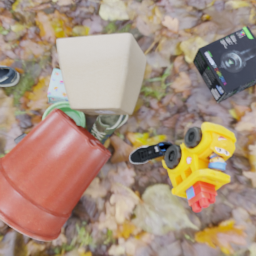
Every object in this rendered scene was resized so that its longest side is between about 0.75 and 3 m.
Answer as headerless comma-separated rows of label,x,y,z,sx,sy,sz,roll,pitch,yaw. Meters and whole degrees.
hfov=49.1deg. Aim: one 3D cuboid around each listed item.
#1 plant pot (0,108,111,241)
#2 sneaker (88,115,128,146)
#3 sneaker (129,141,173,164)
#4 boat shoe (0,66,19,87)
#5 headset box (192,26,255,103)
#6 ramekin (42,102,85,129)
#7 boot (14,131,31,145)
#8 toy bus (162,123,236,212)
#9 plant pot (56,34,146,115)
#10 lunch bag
plant pot,-2.055,1.079,7.669,2.727,2.727,2.653,41,88,9
sneaker,-0.919,0.072,8.967,0.779,1.043,2.323,41,79,13
sneaker,0.741,0.731,8.932,1.479,0.827,0.540,-16,76,-4
boat shoe,-5.009,-1.720,9.603,2.333,0.721,0.874,-2,76,-1
headset box,3.630,-2.177,9.593,2.091,0.970,1.821,-25,77,-6
ramekin,-2.057,-0.114,9.223,1.380,0.674,1.380,0,76,0
boot,-3.489,0.848,9.100,1.705,0.595,1.122,-25,74,-17
toy bus,2.093,1.201,7.781,1.430,2.108,2.024,20,40,-23
plant pot,-0.702,-1.342,8.034,2.079,2.077,1.841,1,85,15
lunch bag,-1.980,-1.299,9.481,1.286,0.784,1.095,11,71,-6
